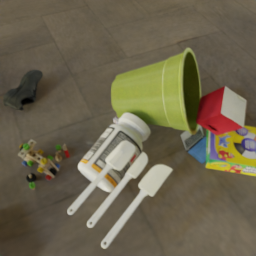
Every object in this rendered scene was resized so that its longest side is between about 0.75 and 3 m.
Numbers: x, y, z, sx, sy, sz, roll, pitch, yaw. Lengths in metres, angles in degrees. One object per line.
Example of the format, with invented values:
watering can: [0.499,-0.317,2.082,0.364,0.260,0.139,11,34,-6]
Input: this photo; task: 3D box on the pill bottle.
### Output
pill bottle: [-0.371,0.716,8.642,1.323,1.323,2.273,31,69,22]

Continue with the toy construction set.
toy construction set: [-2.726,0.885,8.957,1.579,1.214,1.317,-28,57,-21]

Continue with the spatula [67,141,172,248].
spatula: [-0.268,1.474,6.705,1.623,0.187,2.334,32,72,27]

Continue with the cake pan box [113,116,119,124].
cake pan box: [-0.007,-0.284,10.508,0.837,0.219,0.771,36,62,25]

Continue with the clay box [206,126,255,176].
clay box: [4.098,0.752,9.385,2.830,0.674,1.626,8,54,6]

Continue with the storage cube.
storage cube: [2.916,-0.518,8.790,1.003,1.054,1.173,28,64,-21]

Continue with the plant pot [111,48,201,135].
plant pot: [0.914,-1.098,9.471,2.587,2.724,2.724,-2,48,26]

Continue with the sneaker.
sneaker: [-3.986,-1.463,11.197,0.933,0.781,2.055,27,63,8]

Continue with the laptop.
laptop: [2.486,0.465,9.675,1.024,1.093,0.634,-36,27,-25]
